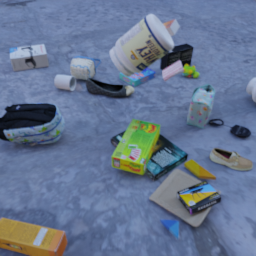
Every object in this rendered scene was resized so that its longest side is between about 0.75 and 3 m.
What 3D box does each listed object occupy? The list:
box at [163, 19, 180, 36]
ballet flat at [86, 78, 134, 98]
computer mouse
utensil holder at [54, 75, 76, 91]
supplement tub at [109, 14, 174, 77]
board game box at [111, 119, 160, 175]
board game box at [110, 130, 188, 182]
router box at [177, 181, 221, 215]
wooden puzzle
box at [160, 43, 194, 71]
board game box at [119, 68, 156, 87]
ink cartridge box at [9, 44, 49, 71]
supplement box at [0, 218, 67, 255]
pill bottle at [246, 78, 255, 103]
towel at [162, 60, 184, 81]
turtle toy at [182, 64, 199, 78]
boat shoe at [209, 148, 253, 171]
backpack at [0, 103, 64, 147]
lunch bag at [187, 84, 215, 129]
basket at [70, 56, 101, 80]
[{"bbox_3d":[1.721,-4.258,12.108,0.788,0.419,0.600,-1,48,47],"label":"box"},{"bbox_3d":[-0.913,-1.957,13.661,2.437,0.692,0.810,7,39,8],"label":"ballet flat"},{"bbox_3d":[4.177,0.031,11.602,1.770,0.301,0.519,24,62,34],"label":"computer mouse"},{"bbox_3d":[-3.162,-2.276,14.055,0.857,0.728,0.728,9,40,14],"label":"utensil holder"},{"bbox_3d":[0.436,-2.713,9.448,1.866,1.353,1.353,-33,30,26],"label":"supplement tub"},{"bbox_3d":[0.330,0.609,10.060,1.126,0.528,2.216,13,41,14],"label":"board game box"},{"bbox_3d":[0.739,0.783,10.554,1.694,0.353,2.505,-26,46,-29],"label":"board game box"},{"bbox_3d":[2.145,2.101,8.516,1.066,0.272,0.795,-17,33,-17],"label":"router box"},{"bbox_3d":[1.825,2.165,8.909,2.811,0.329,1.897,-32,45,-33],"label":"wooden puzzle"},{"bbox_3d":[2.700,-3.891,15.637,1.726,1.218,0.681,-18,41,-22],"label":"box"},{"bbox_3d":[0.501,-2.818,14.996,1.577,0.355,1.199,-30,48,-32],"label":"board game box"},{"bbox_3d":[-5.695,-4.069,16.154,1.979,0.829,1.436,-12,41,-15],"label":"ink cartridge box"},{"bbox_3d":[-2.676,3.010,7.578,1.919,0.639,0.660,8,39,9],"label":"supplement box"},{"bbox_3d":[6.548,-1.462,12.604,1.259,1.259,2.273,-27,46,-29],"label":"pill bottle"},{"bbox_3d":[1.902,-2.437,11.975,0.922,0.188,1.260,-28,23,18],"label":"towel"},{"bbox_3d":[3.337,-3.001,15.094,1.026,0.519,0.748,18,43,20],"label":"turtle toy"},{"bbox_3d":[3.708,1.102,10.037,1.506,0.500,0.557,13,41,15],"label":"boat shoe"},{"bbox_3d":[-3.626,-0.191,10.912,2.251,1.730,1.836,-16,36,17],"label":"backpack"},{"bbox_3d":[3.122,-0.986,11.947,0.945,1.321,1.550,17,45,16],"label":"lunch bag"},{"bbox_3d":[-2.363,-3.298,14.950,1.444,1.139,1.638,10,49,11],"label":"basket"}]
